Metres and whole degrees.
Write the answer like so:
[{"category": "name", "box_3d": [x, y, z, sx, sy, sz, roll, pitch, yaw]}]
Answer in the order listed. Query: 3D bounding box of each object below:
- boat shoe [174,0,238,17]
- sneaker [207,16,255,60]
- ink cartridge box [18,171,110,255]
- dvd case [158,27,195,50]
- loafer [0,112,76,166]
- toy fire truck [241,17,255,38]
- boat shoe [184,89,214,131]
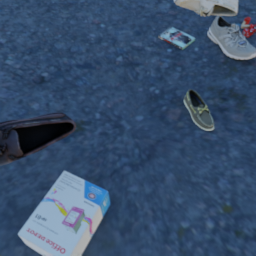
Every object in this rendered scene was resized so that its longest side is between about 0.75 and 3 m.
[{"category": "boat shoe", "box_3d": [2.515, -3.929, 8.982, 2.131, 0.767, 0.700, 0, 82, -14]}, {"category": "sneaker", "box_3d": [4.639, -4.057, 12.578, 1.029, 1.129, 2.754, -27, 56, -20]}, {"category": "ink cartridge box", "box_3d": [-1.641, 2.451, 7.581, 1.504, 0.881, 2.082, 21, 56, 16]}, {"category": "dvd case", "box_3d": [2.317, -4.300, 13.399, 1.428, 0.157, 1.042, 36, 60, 26]}, {"category": "loafer", "box_3d": [-2.681, 0.256, 7.125, 2.852, 1.025, 0.898, -23, 19, -31]}, {"category": "toy fire truck", "box_3d": [5.912, -4.974, 13.839, 0.868, 0.300, 1.231, 38, 61, 26]}, {"category": "boat shoe", "box_3d": [2.602, -0.676, 10.281, 0.641, 0.537, 1.795, -16, 53, -12]}]
